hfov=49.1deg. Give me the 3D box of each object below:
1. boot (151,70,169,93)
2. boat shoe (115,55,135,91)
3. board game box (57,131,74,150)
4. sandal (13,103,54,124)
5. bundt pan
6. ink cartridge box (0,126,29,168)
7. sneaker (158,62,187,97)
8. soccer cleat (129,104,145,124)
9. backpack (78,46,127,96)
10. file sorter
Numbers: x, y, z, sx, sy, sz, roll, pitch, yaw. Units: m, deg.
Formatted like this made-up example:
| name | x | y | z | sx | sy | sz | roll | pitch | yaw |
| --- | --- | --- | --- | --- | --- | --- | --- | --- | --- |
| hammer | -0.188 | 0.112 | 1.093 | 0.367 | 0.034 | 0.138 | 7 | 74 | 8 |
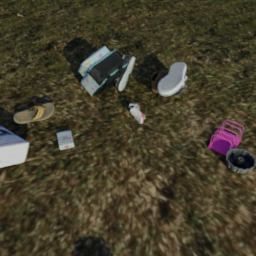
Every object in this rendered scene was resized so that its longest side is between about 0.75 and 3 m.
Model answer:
| name | x | y | z | sx | sy | sz | roll | pitch | yaw |
| --- | --- | --- | --- | --- | --- | --- | --- | --- | --- |
| boot | 1.689 | -2.520 | 13.885 | 0.736 | 0.754 | 1.999 | -1 | 33 | 32 |
| boat shoe | -0.302 | -2.768 | 14.010 | 0.711 | 0.891 | 2.357 | 18 | 48 | 4 |
| board game box | -2.472 | 0.481 | 11.028 | 0.557 | 0.243 | 0.755 | -12 | 42 | -12 |
| sandal | -3.966 | -0.642 | 11.898 | 1.755 | 0.474 | 0.705 | -18 | 71 | -24 |
| bundt pan | 4.008 | 1.238 | 10.082 | 1.024 | 0.384 | 1.024 | 0 | 43 | 0 |
| ink cartridge box | -4.788 | 0.583 | 10.038 | 1.930 | 0.813 | 1.396 | 25 | 16 | 23 |
| sneaker | 2.148 | -1.983 | 12.953 | 1.045 | 1.058 | 2.665 | 9 | 41 | 25 |
| soccer cleat | 0.344 | -0.605 | 11.819 | 0.514 | 0.414 | 1.206 | 10 | 38 | -23 |
| backpack | -1.306 | -2.515 | 12.815 | 1.642 | 2.141 | 1.882 | 43 | 65 | -1 |
| file sorter | 3.796 | 0.352 | 10.780 | 0.843 | 0.761 | 1.213 | 28 | 49 | 28 |
